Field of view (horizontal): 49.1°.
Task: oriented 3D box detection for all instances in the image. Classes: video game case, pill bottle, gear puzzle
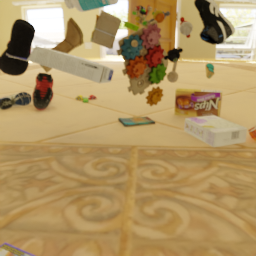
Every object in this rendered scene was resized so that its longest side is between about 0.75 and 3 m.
[{"bbox_3d":[-1.398,2.029,3.154,1.456,0.331,1.320,9,20,25],"label":"video game case"},{"bbox_3d":[-0.881,-3.139,6.590,1.228,0.680,0.680,-7,16,12],"label":"pill bottle"},{"bbox_3d":[0.396,-1.088,5.610,0.963,1.859,0.243,-33,47,-13],"label":"gear puzzle"}]

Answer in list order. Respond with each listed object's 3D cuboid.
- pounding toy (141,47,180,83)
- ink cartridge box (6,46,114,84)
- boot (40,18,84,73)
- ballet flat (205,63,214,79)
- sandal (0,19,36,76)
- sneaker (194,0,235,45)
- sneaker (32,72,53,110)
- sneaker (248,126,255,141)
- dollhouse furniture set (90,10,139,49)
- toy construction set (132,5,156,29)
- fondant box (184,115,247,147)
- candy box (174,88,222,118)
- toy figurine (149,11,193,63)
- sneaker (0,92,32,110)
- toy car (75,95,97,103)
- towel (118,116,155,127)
[{"bbox_3d":[0.842,-2.128,9.572,1.727,1.333,0.801,6,-11,-1],"label":"pounding toy"},{"bbox_3d":[-1.906,-2.038,8.815,2.726,0.553,2.721,16,10,-1],"label":"ink cartridge box"},{"bbox_3d":[-2.617,-3.077,10.692,1.967,0.650,1.723,-41,-11,-9],"label":"boot"},{"bbox_3d":[3.049,-2.152,10.595,0.370,0.340,1.079,23,32,3],"label":"ballet flat"},{"bbox_3d":[-3.705,-2.688,9.524,0.948,2.525,0.569,22,47,-24],"label":"sandal"},{"bbox_3d":[2.378,-3.230,8.498,0.917,1.639,0.599,-38,-12,-10],"label":"sneaker"},{"bbox_3d":[-4.123,-1.538,13.514,0.934,1.292,2.644,8,38,-18],"label":"sneaker"},{"bbox_3d":[4.110,0.233,8.845,0.459,0.485,1.259,-35,-20,35],"label":"sneaker"},{"bbox_3d":[-0.443,-3.849,11.559,2.519,1.259,0.973,11,20,-32],"label":"dollhouse furniture set"},{"bbox_3d":[0.788,-4.836,12.811,1.304,1.202,1.564,19,34,-3],"label":"toy construction set"},{"bbox_3d":[2.787,0.061,9.126,1.212,0.489,1.680,-7,18,-20],"label":"fondant box"},{"bbox_3d":[2.884,-1.025,11.584,1.849,1.079,0.522,6,19,18],"label":"candy box"},{"bbox_3d":[1.090,-2.589,7.901,1.232,1.251,0.871,24,25,-4],"label":"toy figurine"},{"bbox_3d":[-5.465,-1.330,13.269,0.759,0.687,1.783,9,19,39],"label":"sneaker"},{"bbox_3d":[-2.189,-1.525,14.519,1.138,0.254,1.071,-3,18,-7],"label":"toy car"},{"bbox_3d":[0.314,-0.270,10.764,1.240,0.135,0.909,-6,19,-18],"label":"towel"}]
